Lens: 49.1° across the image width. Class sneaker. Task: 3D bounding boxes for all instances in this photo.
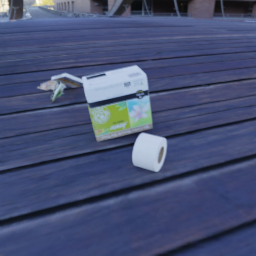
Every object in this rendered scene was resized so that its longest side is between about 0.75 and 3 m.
[{"bbox_3d":[-3.305,-1.627,13.266,0.479,1.081,0.416,22,17,-38],"label":"sneaker"}]

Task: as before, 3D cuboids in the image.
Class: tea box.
[{"bbox_3d":[-0.395,-0.912,10.259,2.138,2.104,1.429,-14,29,-7],"label":"tea box"}]

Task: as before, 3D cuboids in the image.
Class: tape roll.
[{"bbox_3d":[0.664,0.738,8.494,0.716,1.043,1.043,12,30,24],"label":"tape roll"}]

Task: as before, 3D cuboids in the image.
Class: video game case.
[{"bbox_3d":[-2.961,-2.368,14.186,1.292,0.158,1.807,18,-7,-35],"label":"video game case"}]

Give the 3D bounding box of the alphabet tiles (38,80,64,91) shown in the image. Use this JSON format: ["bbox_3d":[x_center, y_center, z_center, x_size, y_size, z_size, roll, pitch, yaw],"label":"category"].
[{"bbox_3d":[-4.265,-2.363,15.540,1.200,0.054,1.436,15,31,27],"label":"alphabet tiles"}]
